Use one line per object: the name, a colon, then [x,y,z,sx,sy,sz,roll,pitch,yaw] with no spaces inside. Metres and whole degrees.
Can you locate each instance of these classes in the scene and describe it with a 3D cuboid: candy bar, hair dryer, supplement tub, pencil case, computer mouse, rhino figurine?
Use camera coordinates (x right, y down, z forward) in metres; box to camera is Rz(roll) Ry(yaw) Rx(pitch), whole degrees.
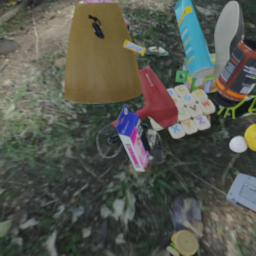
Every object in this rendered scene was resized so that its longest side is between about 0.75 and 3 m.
candy bar: [0.171,-2.205,7.722,0.105,0.236,0.946,28,14,34]
hair dryer: [0.362,-0.329,7.779,2.106,2.765,0.751,11,6,-12]
supplement tub: [2.792,-1.302,7.060,0.886,1.656,0.886,14,39,-12]
pencil case: [-0.906,-4.491,10.590,1.010,1.010,2.310,-28,76,-21]
computer mouse: [-0.881,-2.835,7.997,0.753,0.173,0.529,61,25,-1]
rhino figurine: [-2.983,-1.833,6.451,0.475,0.325,1.086,13,29,14]

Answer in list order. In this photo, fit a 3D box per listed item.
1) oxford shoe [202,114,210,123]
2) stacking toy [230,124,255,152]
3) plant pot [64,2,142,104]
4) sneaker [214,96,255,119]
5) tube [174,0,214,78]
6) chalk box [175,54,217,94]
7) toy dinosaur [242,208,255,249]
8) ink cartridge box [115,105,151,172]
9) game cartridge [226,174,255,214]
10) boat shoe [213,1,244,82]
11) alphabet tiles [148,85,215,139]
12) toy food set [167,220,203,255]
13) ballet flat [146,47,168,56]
oxford shoe: [2.959,-0.608,11.101,0.385,0.369,1.042,5,49,-9]
stacking toy: [2.808,0.168,5.841,1.373,1.003,1.003,-20,49,14]
plant pot: [-0.939,-2.568,9.411,2.742,2.942,2.742,-3,21,1]
sneaker: [3.409,-0.600,8.154,1.740,0.656,0.665,1,4,38]
tube: [2.043,-3.023,9.053,0.707,1.087,2.807,-8,75,-17]
chalk box: [3.028,-2.256,11.956,1.957,1.218,1.212,-10,51,-7]
toy dinosaur: [3.439,2.094,6.510,0.821,1.297,1.914,12,40,-3]
ink cartridge box: [0.123,0.204,5.105,0.224,1.210,0.573,-3,43,27]
game cartridge: [4.143,2.222,8.831,1.763,0.357,1.175,29,59,21]
boat shoe: [3.130,-2.522,8.570,0.692,2.427,0.811,-8,20,-30]
alphabet tiles: [2.029,-0.739,11.101,2.538,0.185,2.482,-18,51,-3]
toy food set: [1.623,3.294,8.044,0.753,0.219,1.091,36,53,17]
ballet flat: [1.431,-3.772,13.750,1.118,0.415,0.415,2,50,1]
